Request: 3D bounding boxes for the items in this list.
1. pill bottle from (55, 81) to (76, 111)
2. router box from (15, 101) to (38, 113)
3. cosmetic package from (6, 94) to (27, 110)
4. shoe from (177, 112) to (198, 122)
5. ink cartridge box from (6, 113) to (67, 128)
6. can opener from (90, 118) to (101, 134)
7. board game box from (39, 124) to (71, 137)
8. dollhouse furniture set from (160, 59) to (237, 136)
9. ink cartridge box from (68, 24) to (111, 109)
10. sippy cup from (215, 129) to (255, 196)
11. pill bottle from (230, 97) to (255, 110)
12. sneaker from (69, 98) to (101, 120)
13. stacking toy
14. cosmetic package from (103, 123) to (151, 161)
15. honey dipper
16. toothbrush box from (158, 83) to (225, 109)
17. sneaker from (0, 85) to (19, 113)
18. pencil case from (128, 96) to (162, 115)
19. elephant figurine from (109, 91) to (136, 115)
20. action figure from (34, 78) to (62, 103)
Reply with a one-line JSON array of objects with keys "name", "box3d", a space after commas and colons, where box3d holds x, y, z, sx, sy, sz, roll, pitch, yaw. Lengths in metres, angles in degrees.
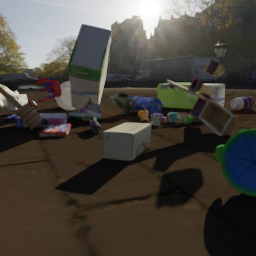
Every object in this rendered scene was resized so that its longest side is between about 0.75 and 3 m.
[{"name": "pill bottle", "box3d": [-2.979, -1.699, 14.384, 1.390, 1.390, 2.495, -2, 10, -12]}, {"name": "router box", "box3d": [-3.959, -0.755, 10.943, 0.778, 0.212, 0.867, -36, 8, -8]}, {"name": "cosmetic package", "box3d": [-4.402, -1.040, 11.177, 0.329, 0.536, 1.298, -3, 11, 1]}, {"name": "shoe", "box3d": [2.283, -0.333, 9.909, 1.167, 0.311, 0.408, 5, -25, -16]}, {"name": "ink cartridge box", "box3d": [-2.958, -0.261, 9.233, 1.755, 0.368, 1.047, 1, 10, -7]}, {"name": "can opener", "box3d": [-0.929, -0.062, 8.240, 0.348, 0.276, 1.048, 20, 8, -16]}, {"name": "board game box", "box3d": [-2.077, 0.052, 8.093, 0.723, 0.137, 1.405, -2, 10, -7]}, {"name": "dollhouse furniture set", "box3d": [2.118, -1.066, 8.116, 1.727, 1.928, 2.433, 19, 18, -20]}, {"name": "ink cartridge box", "box3d": [-1.536, -2.256, 11.229, 1.200, 2.070, 2.858, 11, -29, -3]}, {"name": "sippy cup", "box3d": [1.886, 0.469, 3.919, 0.840, 0.900, 1.146, 5, 42, -47]}, {"name": "pill bottle", "box3d": [5.666, -1.219, 13.900, 1.113, 0.620, 0.620, -5, 11, -22]}, {"name": "sneaker", "box3d": [-1.551, -0.722, 10.328, 1.177, 0.823, 0.458, 4, -14, 2]}, {"name": "stacking toy", "box3d": [1.331, -0.393, 9.907, 1.667, 0.392, 1.257, -2, 10, -16]}, {"name": "cosmetic package", "box3d": [0.011, 0.243, 5.822, 0.641, 0.541, 1.240, 5, 10, 21]}, {"name": "honey dipper", "box3d": [-3.723, -1.108, 8.226, 0.541, 2.846, 0.541, -43, 10, 10]}, {"name": "toothbrush box", "box3d": [3.349, -1.719, 14.852, 2.980, 1.283, 2.169, 8, 13, 32]}, {"name": "sneaker", "box3d": [-5.377, -1.298, 11.343, 0.985, 1.159, 2.618, -18, -9, 17]}, {"name": "pencil case", "box3d": [0.648, -1.003, 12.366, 0.826, 0.742, 1.901, -23, 21, -30]}, {"name": "elephant figurine", "box3d": [-0.339, -1.150, 11.909, 1.198, 0.930, 0.848, 33, 40, 7]}, {"name": "action figure", "box3d": [-2.715, -1.248, 8.987, 0.904, 0.596, 1.826, -18, 21, -30]}]
